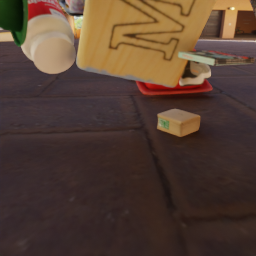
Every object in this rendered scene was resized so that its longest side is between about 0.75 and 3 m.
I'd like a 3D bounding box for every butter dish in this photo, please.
[{"bbox_3d":[1.678,-2.657,11.003,2.826,2.089,2.818,-5,32,-7],"label":"butter dish"}]

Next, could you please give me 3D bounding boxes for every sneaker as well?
[{"bbox_3d":[1.928,-1.718,7.940,0.708,0.760,1.917,0,20,24],"label":"sneaker"}]

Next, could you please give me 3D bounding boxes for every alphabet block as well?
[{"bbox_3d":[0.289,-3.046,6.971,2.690,2.739,2.676,8,46,-12],"label":"alphabet block"}]

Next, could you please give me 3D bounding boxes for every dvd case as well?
[{"bbox_3d":[1.806,-1.444,5.734,1.290,0.142,0.942,-10,26,-35],"label":"dvd case"}]

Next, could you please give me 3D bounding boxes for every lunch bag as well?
[{"bbox_3d":[-1.307,-4.116,9.048,1.307,0.980,1.542,-22,29,-37],"label":"lunch bag"}]

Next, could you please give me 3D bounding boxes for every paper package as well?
[{"bbox_3d":[1.295,-0.151,7.259,0.786,0.427,0.825,-17,28,-38],"label":"paper package"}]

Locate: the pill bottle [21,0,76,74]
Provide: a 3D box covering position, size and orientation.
[{"bbox_3d":[-2.357,-2.724,7.827,1.436,1.436,2.558,-10,52,-25],"label":"pill bottle"}]

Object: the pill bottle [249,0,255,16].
[{"bbox_3d":[3.629,-2.891,6.294,1.499,2.633,1.499,-19,-4,-1],"label":"pill bottle"}]

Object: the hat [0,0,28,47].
[{"bbox_3d":[-2.881,-2.211,4.084,2.358,2.219,2.679,-11,56,-26],"label":"hat"}]
